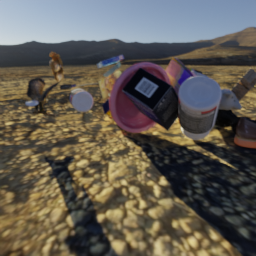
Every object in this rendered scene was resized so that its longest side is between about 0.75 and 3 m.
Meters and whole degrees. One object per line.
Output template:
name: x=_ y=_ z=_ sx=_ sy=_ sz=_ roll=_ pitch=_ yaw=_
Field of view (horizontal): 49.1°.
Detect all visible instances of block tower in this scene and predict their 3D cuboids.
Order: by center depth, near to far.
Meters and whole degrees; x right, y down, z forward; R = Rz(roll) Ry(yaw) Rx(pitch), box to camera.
block tower: x=3.745 y=-1.273 z=9.345 sx=0.496 sy=0.464 sz=1.717 roll=-44 pitch=-12 yaw=-14

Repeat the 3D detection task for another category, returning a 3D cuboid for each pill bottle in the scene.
pill bottle: x=2.269 y=-0.543 z=9.183 sx=1.256 sy=2.206 sz=1.256 roll=-4 pitch=61 yaw=7
pill bottle: x=-1.697 y=-1.003 z=9.837 sx=0.723 sy=0.723 sz=1.242 roll=-6 pitch=16 yaw=-19

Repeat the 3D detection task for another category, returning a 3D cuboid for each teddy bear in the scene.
teddy bear: x=-2.859 y=-2.375 z=11.007 sx=0.504 sy=1.095 sz=1.510 roll=-18 pitch=52 yaw=-2

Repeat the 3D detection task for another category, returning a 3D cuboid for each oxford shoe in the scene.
oxford shoe: x=5.001 y=0.081 z=9.200 sx=2.844 sy=1.037 sz=1.014 roll=-1 pitch=16 yaw=-3

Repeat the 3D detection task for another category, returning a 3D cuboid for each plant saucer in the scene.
plant saucer: x=0.399 y=-1.127 z=10.318 sx=2.616 sy=2.616 sz=0.663 roll=-10 pitch=27 yaw=-30
plant saucer: x=-0.581 y=-2.242 z=10.796 sx=0.660 sy=0.179 sz=1.888 roll=-37 pitch=12 yaw=10

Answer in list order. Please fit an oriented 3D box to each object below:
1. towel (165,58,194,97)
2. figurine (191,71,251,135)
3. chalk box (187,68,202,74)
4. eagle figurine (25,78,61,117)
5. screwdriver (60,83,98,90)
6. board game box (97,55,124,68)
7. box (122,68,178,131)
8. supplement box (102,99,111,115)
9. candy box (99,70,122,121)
towel: x=1.904 y=-1.675 z=10.503 sx=0.194 sy=1.225 sz=1.706 roll=-6 pitch=51 yaw=-41
figurine: x=3.424 y=-0.812 z=10.345 sx=2.579 sy=1.110 sz=2.516 roll=42 pitch=1 yaw=-33
chalk box: x=2.221 y=-1.675 z=12.109 sx=2.337 sy=1.448 sz=1.459 roll=5 pitch=50 yaw=-33
eagle figurine: x=-3.458 y=-1.333 z=11.323 sx=1.224 sy=1.613 sz=1.217 roll=12 pitch=-5 yaw=-27
screwdriver: x=-1.889 y=-1.653 z=10.802 sx=1.531 sy=0.214 sz=0.223 roll=-10 pitch=51 yaw=4
board game box: x=-0.723 y=-2.651 z=11.230 sx=0.887 sy=0.192 sz=0.883 roll=-22 pitch=12 yaw=-18
box: x=0.911 y=-0.936 z=9.631 sx=1.442 sy=1.016 sz=1.948 roll=37 pitch=-3 yaw=31
supplement box: x=-0.509 y=-0.753 z=10.713 sx=0.820 sy=0.449 sz=0.446 roll=11 pitch=-36 yaw=-38
candy box: x=-0.523 y=-1.424 z=12.372 sx=1.128 sy=1.955 sz=0.541 roll=-26 pitch=-25 yaw=19
